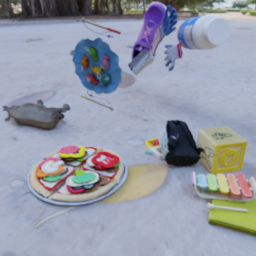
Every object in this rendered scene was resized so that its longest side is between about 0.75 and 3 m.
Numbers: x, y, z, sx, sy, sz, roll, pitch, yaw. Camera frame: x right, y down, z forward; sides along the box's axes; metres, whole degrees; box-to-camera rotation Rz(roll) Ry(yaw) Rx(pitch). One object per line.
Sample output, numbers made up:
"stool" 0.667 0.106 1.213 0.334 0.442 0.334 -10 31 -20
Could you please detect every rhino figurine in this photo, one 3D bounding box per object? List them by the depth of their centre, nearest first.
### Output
"rhino figurine" -3.713 -0.571 10.732 2.813 0.841 1.230 8 27 19

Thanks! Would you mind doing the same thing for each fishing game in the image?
"fishing game" -1.036 -1.832 8.478 1.884 2.631 0.409 27 40 20

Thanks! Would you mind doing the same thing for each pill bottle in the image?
"pill bottle" 2.787 -3.523 10.418 1.220 1.220 2.175 -7 17 -14

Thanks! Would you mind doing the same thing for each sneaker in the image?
"sneaker" 0.836 -3.789 11.936 1.167 2.902 1.283 29 40 13

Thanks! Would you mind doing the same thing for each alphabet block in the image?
"alphabet block" 2.679 0.626 8.179 1.009 1.004 1.027 -8 29 -12

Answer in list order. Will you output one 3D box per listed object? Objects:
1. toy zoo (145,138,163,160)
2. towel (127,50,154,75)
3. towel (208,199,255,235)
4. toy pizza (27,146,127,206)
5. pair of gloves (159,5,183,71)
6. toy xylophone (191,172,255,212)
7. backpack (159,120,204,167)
"toy zoo" 1.219 0.607 9.121 1.489 0.152 0.977 -11 31 -21
"towel" 0.442 -2.294 9.819 0.389 0.910 0.753 50 12 4
"towel" 3.293 2.077 6.194 2.857 0.258 1.229 10 23 20
"toy pizza" -1.390 1.112 7.815 2.746 0.435 2.746 0 27 0
"pair of gloves" 1.609 -3.372 10.634 0.261 2.288 1.839 -7 2 -10
"toy xylophone" 2.320 1.495 6.734 1.566 0.393 1.147 1 23 1
"backpack" 1.440 0.438 8.379 1.179 0.894 1.413 8 47 -22
